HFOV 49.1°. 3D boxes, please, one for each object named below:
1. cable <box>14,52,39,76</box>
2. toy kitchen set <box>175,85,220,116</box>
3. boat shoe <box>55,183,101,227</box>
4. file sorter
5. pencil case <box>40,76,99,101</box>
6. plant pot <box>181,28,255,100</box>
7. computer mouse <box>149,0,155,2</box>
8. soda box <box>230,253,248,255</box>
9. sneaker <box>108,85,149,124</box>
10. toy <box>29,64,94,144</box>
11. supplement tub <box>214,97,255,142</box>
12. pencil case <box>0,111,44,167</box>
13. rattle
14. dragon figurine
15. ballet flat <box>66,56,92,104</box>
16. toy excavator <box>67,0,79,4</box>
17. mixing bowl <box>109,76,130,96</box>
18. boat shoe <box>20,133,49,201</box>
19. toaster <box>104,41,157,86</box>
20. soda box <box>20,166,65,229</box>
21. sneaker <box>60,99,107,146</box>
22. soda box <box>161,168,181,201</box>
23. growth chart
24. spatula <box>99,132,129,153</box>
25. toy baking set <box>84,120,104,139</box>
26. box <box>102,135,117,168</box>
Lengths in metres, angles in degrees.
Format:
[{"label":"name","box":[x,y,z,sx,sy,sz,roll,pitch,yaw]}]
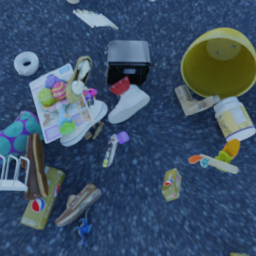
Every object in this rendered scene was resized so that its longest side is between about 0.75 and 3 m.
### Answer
[{"label":"cable","box":[-4.279,-2.708,11.840,1.018,0.352,1.018,-32,72,-11]},{"label":"toy kitchen set","box":[2.437,-1.160,10.437,1.074,1.317,1.188,-20,86,-45]},{"label":"boat shoe","box":[-1.810,2.665,9.775,1.839,0.696,0.660,-38,71,-22]},{"label":"file sorter","box":[-3.905,1.311,8.473,1.534,1.064,0.955,11,87,-36]},{"label":"pencil case","box":[-2.433,-1.323,10.974,2.479,1.096,1.096,13,71,5]},{"label":"plant pot","box":[3.614,-2.739,10.864,2.732,2.732,1.939,21,51,7]},{"label":"computer mouse","box":[0.931,-6.328,13.215,0.943,0.207,0.517,43,75,14]},{"label":"soda box","box":[3.621,4.893,9.005,0.497,0.526,1.553,6,71,2]},{"label":"sneaker","box":[-0.188,-0.945,10.618,1.774,0.653,1.025,-33,59,-16]},{"label":"toy","box":[-2.458,-1.074,9.517,1.709,0.701,2.968,-26,59,-1]},{"label":"supplement tub","box":[3.973,-0.289,10.576,1.091,1.091,1.501,-17,71,-6]},{"label":"pencil case","box":[-4.447,0.534,10.218,2.807,1.195,1.297,-35,91,-12]},{"label":"rattle","box":[2.733,0.748,8.604,1.651,1.075,1.180,22,105,-23]},{"label":"dragon figurine","box":[-1.434,3.410,9.634,0.597,0.353,1.200,26,73,9]},{"label":"ballet flat","box":[-1.558,-1.565,8.996,0.576,0.576,1.629,16,81,6]},{"label":"toy excavator","box":[-2.235,-7.471,13.172,2.574,1.322,2.648,-29,82,-9]},{"label":"mixing bowl","box":[-0.237,-1.424,9.849,0.806,0.806,0.437,-36,100,-12]},{"label":"boat shoe","box":[-3.252,1.284,9.436,0.796,0.797,2.264,-13,68,2]},{"label":"toaster","box":[0.019,-2.469,10.956,1.888,1.707,1.120,-1,72,-6]},{"label":"soda box","box":[-2.935,2.431,9.800,0.658,0.696,2.055,18,71,6]},{"label":"sneaker","box":[-1.819,-0.251,10.112,2.352,0.833,0.859,-42,42,21]},{"label":"soda box","box":[1.306,1.679,8.373,0.388,1.146,0.367,-26,102,22]},{"label":"growth chart","box":[-1.256,-4.207,10.859,1.170,0.143,1.616,46,37,18]},{"label":"spatula","box":[-0.443,0.460,8.575,1.190,0.122,0.336,-30,99,-41]},{"label":"toy baking set","box":[-1.455,-0.138,11.020,0.938,0.142,1.222,31,73,10]},{"label":"box","box":[-0.618,0.814,9.828,0.188,0.596,1.082,19,106,11]}]
